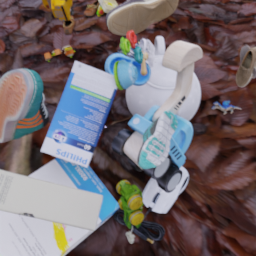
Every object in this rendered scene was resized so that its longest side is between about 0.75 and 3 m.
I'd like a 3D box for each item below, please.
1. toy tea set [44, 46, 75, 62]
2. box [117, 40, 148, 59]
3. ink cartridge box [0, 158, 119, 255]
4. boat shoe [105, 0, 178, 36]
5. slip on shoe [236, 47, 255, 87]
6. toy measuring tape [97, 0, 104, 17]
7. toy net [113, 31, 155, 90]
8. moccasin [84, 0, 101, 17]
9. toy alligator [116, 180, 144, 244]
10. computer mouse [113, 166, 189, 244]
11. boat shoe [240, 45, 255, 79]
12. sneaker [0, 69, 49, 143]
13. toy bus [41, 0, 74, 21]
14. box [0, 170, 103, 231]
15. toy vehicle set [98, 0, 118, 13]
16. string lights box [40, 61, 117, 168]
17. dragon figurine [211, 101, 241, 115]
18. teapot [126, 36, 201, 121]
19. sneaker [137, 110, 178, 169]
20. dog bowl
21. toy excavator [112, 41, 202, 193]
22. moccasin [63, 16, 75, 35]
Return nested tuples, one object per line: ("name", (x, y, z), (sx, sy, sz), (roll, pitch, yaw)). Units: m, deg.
("toy tea set", (-2.999, -3.209, 12.354), (1.352, 0.500, 0.804), (-16, 16, 10))
("box", (0.567, -3.092, 12.262), (1.384, 0.401, 1.742), (-32, 57, -24))
("ink cartridge box", (-1.863, 2.110, 6.676), (2.540, 1.870, 1.837), (-34, 77, -26))
("boat shoe", (0.286, -2.929, 6.950), (2.129, 0.766, 0.690), (-31, 56, -21))
("slip on shoe", (3.296, -1.667, 7.824), (0.354, 1.170, 0.445), (-18, 49, -36))
("toy measuring tape", (-1.356, -6.254, 14.598), (0.364, 0.989, 0.364), (18, 36, -14))
("toy net", (0.148, -1.593, 6.035), (0.383, 1.040, 1.983), (-5, 26, 23))
("moccasin", (-1.901, -6.372, 14.909), (0.517, 0.545, 1.412), (26, 55, 20))
("toy alligator", (0.073, 1.135, 3.870), (0.291, 1.213, 0.402), (-22, 39, -22))
("computer mouse", (0.867, 1.877, 8.002), (1.441, 0.577, 2.628), (27, 55, 22))
("boat shoe", (3.514, -1.908, 8.135), (0.367, 0.970, 0.348), (-11, 8, 38))
("sneaker", (-2.128, -0.477, 5.916), (1.015, 2.541, 0.907), (-17, 79, -38))
("toy bus", (-2.146, -4.472, 8.650), (0.917, 0.762, 2.343), (1, 72, 2))
("box", (-1.294, 1.154, 4.403), (1.657, 0.681, 0.567), (17, 69, -12))
("toy vehicle set", (-0.976, -6.509, 14.940), (1.038, 0.221, 1.670), (6, 44, -32))
("string lights box", (-0.941, -0.256, 5.690), (0.976, 0.560, 1.899), (21, 86, -5))
("dragon figurine", (3.668, -0.800, 10.408), (1.074, 0.316, 0.534), (-12, 51, -8))
("teapot", (1.263, -1.581, 9.868), (2.936, 2.144, 2.898), (34, 58, 26))
("sneaker", (0.443, 0.249, 4.846), (0.468, 0.550, 1.207), (43, 54, -13))
("dog bowl", (0.016, -1.385, 6.719), (1.155, 0.644, 0.286), (15, 11, -10))
("toy excavator", (0.863, -0.224, 6.271), (1.302, 2.535, 2.607), (30, 78, 38))
("moccasin", (-2.993, -5.258, 13.971), (0.528, 0.557, 1.443), (3, 50, 3))
